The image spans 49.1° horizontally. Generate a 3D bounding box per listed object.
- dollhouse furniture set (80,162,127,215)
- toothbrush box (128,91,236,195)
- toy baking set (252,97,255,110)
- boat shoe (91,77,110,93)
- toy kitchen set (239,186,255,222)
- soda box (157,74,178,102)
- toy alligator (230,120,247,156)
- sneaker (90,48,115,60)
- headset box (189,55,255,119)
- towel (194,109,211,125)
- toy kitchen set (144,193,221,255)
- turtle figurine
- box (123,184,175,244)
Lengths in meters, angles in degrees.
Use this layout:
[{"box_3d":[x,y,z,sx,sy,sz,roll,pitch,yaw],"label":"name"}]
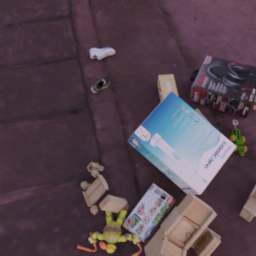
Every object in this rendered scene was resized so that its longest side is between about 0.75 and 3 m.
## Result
[{"box_3d":[-0.914,2.105,9.422,0.910,0.777,1.756,-49,44,14],"label":"dollhouse furniture set"},{"box_3d":[1.759,0.551,9.479,2.852,1.216,2.088,40,76,4],"label":"toothbrush box"},{"box_3d":[6.010,-1.626,11.772,2.710,0.315,2.080,-1,61,0],"label":"toy baking set"},{"box_3d":[-1.073,-1.854,11.785,0.379,0.357,1.055,49,57,-4],"label":"boat shoe"},{"box_3d":[4.805,2.264,8.714,1.699,1.536,1.883,35,67,30],"label":"toy kitchen set"},{"box_3d":[1.655,-1.259,11.402,0.641,0.606,1.894,-5,61,-3],"label":"soda box"},{"box_3d":[4.098,0.416,10.575,0.510,0.370,1.539,10,58,-9],"label":"toy alligator"},{"box_3d":[-1.164,-3.311,12.711,1.181,0.443,0.512,-4,67,7],"label":"sneaker"},{"box_3d":[3.828,-1.746,11.344,2.615,1.010,1.946,21,62,17],"label":"headset box"},{"box_3d":[2.240,0.285,10.651,2.197,0.401,1.630,-25,64,-14],"label":"towel"},{"box_3d":[1.935,3.454,7.643,1.801,1.992,2.208,36,96,-12],"label":"toy kitchen set"},{"box_3d":[-0.573,3.198,8.836,2.028,0.653,1.636,-3,52,12],"label":"turtle figurine"},{"box_3d":[0.708,2.807,9.282,0.946,0.298,1.718,34,66,18],"label":"box"}]
